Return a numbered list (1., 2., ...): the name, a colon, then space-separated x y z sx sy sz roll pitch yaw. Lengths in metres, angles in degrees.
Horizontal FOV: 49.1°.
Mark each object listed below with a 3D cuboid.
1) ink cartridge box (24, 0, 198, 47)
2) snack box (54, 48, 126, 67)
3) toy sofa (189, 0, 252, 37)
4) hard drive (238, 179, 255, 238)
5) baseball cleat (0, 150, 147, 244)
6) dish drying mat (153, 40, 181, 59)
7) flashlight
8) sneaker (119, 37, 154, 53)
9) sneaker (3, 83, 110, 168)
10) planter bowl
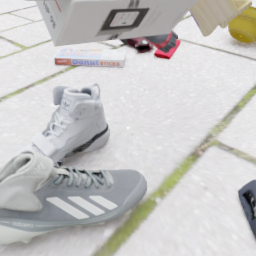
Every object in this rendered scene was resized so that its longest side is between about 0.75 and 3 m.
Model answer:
1. ink cartridge box: -0.386 -1.698 3.154 2.168 0.723 1.256 -18 78 -33
2. snack box: -1.375 -2.616 10.348 2.530 0.308 0.909 3 38 4
3. toy sofa: 1.373 -3.092 5.611 1.160 2.376 0.984 -35 42 24
4. hard drive: 3.177 1.903 4.320 1.971 0.618 2.922 -4 38 -5
5. baseball cleat: -0.978 1.001 4.716 2.921 1.554 1.018 -15 32 -22
6. dish drying mat: 1.586 -3.206 11.239 0.686 0.163 1.786 14 39 16
7. flashlight: 0.346 -1.965 5.398 1.449 0.491 0.492 23 21 -39
8. sneaker: 0.266 -3.418 11.162 1.605 0.607 0.927 13 43 14
9. sneaker: -1.542 0.051 5.930 2.698 1.551 1.014 -31 47 -33
10. planter bowl: 4.808 -4.100 11.464 2.144 0.893 2.144 27 8 -4
